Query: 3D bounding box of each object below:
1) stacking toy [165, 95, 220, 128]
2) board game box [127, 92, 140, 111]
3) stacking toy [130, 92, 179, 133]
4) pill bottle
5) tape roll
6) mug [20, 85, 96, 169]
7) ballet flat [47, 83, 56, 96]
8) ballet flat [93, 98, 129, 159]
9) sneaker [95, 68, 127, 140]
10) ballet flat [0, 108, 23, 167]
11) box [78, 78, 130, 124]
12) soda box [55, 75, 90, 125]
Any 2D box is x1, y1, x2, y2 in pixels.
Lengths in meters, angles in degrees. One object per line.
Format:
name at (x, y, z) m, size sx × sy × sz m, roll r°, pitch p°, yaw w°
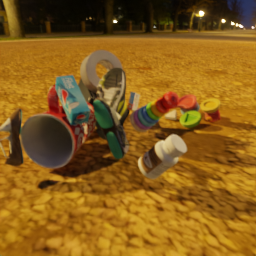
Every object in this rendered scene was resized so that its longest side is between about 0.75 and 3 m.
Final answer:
stacking toy at (2.975, -0.554, 12.884) m, size 1.968 × 0.918 × 2.174 m, roll -41°, pitch 36°, yaw -20°
board game box at (0.241, -1.105, 11.761) m, size 0.193 × 0.734 × 0.959 m, roll 13°, pitch 5°, yaw 13°
stacking toy at (1.035, -0.619, 10.341) m, size 0.960 × 0.960 × 2.250 m, roll -21°, pitch -7°, yaw -40°
pill bottle at (0.933, 0.779, 7.620) m, size 0.738 × 1.291 × 0.738 m, roll 28°, pitch 37°, yaw -24°
tape roll at (-1.044, -2.233, 11.296) m, size 1.694 × 1.694 × 0.559 m, roll -17°, pitch 3°, yaw -34°
mug at (-2.003, -0.192, 9.605) m, size 1.800 × 2.395 × 2.698 m, roll 35°, pitch 22°, yaw 1°
ballet flat at (-2.661, -1.534, 10.341) m, size 0.340 × 0.964 × 0.315 m, roll 46°, pitch 0°, yaw 19°
ballet flat at (-0.522, -0.050, 9.456) m, size 0.803 × 2.233 × 0.803 m, roll -18°, pitch 18°, yaw 6°
sneaker at (-0.533, -0.918, 10.439) m, size 1.004 × 2.695 × 1.140 m, roll 24°, pitch 22°, yaw 26°
ballet flat at (-3.465, 0.277, 8.283) m, size 0.636 × 1.760 × 0.597 m, roll -1°, pitch -2°, yaw -30°
box at (-1.239, -1.134, 12.326) m, size 1.819 × 1.017 × 2.578 m, roll 21°, pitch 20°, yaw -27°
soda box at (-1.587, -0.806, 7.896) m, size 0.515 × 0.487 × 1.518 m, roll -11°, pitch 53°, yaw -27°
